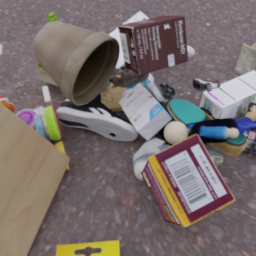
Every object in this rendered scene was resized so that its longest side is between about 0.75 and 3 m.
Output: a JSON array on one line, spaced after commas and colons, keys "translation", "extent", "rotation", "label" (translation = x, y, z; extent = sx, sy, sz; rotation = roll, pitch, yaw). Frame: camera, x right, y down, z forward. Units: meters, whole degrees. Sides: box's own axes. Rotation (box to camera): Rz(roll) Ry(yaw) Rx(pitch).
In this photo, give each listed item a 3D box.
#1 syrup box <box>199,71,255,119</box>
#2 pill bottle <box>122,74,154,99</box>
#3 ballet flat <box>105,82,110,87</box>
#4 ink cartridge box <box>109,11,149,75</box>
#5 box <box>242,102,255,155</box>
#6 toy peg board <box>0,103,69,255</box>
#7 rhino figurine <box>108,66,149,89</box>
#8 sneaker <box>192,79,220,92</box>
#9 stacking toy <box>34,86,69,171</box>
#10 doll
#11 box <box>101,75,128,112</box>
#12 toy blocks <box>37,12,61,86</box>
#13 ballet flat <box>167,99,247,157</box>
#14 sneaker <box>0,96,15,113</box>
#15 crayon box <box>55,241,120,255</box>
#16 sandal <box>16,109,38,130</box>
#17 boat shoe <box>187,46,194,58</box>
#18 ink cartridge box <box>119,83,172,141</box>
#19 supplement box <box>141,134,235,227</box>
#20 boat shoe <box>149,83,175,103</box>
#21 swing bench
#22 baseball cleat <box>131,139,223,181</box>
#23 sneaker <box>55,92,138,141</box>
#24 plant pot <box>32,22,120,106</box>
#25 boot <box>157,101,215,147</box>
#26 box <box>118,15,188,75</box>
[{"translation": [3.866, -1.067, 10.123], "extent": [2.529, 0.996, 1.030], "rotation": [-23, 50, -20], "label": "syrup box"}, {"translation": [0.420, -1.385, 10.179], "extent": [0.815, 0.815, 1.471], "rotation": [19, 50, 17], "label": "pill bottle"}, {"translation": [-1.162, -1.968, 11.023], "extent": [0.491, 0.470, 1.395], "rotation": [20, 16, -47], "label": "ballet flat"}, {"translation": [0.031, -3.599, 11.862], "extent": [2.654, 0.668, 1.446], "rotation": [-42, 78, -13], "label": "ink cartridge box"}, {"translation": [4.437, 0.137, 8.886], "extent": [1.603, 0.398, 1.591], "rotation": [17, 80, 17], "label": "box"}, {"translation": [-3.225, 1.271, 6.547], "extent": [1.391, 2.832, 2.844], "rotation": [2, 59, 32], "label": "toy peg board"}, {"translation": [-0.061, -1.785, 9.716], "extent": [1.690, 0.739, 0.505], "rotation": [-17, 9, 18], "label": "rhino figurine"}, {"translation": [2.512, -1.356, 8.830], "extent": [0.555, 0.364, 0.962], "rotation": [-15, 25, -22], "label": "sneaker"}, {"translation": [-2.565, 0.082, 8.370], "extent": [0.955, 2.047, 2.262], "rotation": [-15, 46, -11], "label": "stacking toy"}, {"translation": [2.196, 0.048, 7.056], "extent": [2.840, 0.688, 1.938], "rotation": [-8, 1, -20], "label": "doll"}, {"translation": [-0.610, -1.370, 10.927], "extent": [2.490, 0.265, 2.035], "rotation": [-6, 46, -6], "label": "box"}, {"translation": [-2.132, -2.519, 10.394], "extent": [1.965, 2.874, 1.436], "rotation": [20, 38, -7], "label": "toy blocks"}, {"translation": [2.219, 0.047, 8.379], "extent": [2.600, 0.820, 0.892], "rotation": [36, 61, 29], "label": "ballet flat"}, {"translation": [-3.884, -0.500, 8.410], "extent": [0.739, 2.026, 0.782], "rotation": [8, 88, -12], "label": "sneaker"}, {"translation": [-0.827, 3.688, 5.858], "extent": [1.516, 0.606, 2.388], "rotation": [-3, 47, -2], "label": "crayon box"}, {"translation": [-3.946, 0.299, 9.019], "extent": [1.185, 0.716, 2.913], "rotation": [10, 47, 10], "label": "sandal"}, {"translation": [1.832, -2.998, 11.035], "extent": [1.504, 0.533, 0.525], "rotation": [18, 43, 14], "label": "boat shoe"}, {"translation": [0.491, -0.566, 8.956], "extent": [1.026, 0.605, 1.783], "rotation": [-42, 40, 9], "label": "ink cartridge box"}, {"translation": [1.144, 1.276, 6.346], "extent": [1.112, 2.595, 1.432], "rotation": [-25, 76, -7], "label": "supplement box"}, {"translation": [1.238, -1.314, 9.839], "extent": [0.581, 2.054, 0.705], "rotation": [-34, 83, 15], "label": "boat shoe"}, {"translation": [5.316, -2.929, 11.718], "extent": [1.284, 1.277, 0.833], "rotation": [-23, 50, -20], "label": "swing bench"}, {"translation": [1.427, 0.801, 8.405], "extent": [2.648, 0.923, 1.409], "rotation": [-7, 47, -8], "label": "baseball cleat"}, {"translation": [-0.872, -0.636, 9.492], "extent": [2.822, 1.031, 1.579], "rotation": [16, 55, 6], "label": "sneaker"}, {"translation": [-1.711, -2.163, 8.555], "extent": [2.002, 2.307, 2.307], "rotation": [35, 54, 11], "label": "plant pot"}, {"translation": [1.869, -0.284, 9.501], "extent": [1.809, 0.817, 2.207], "rotation": [-19, 58, -15], "label": "boot"}, {"translation": [0.660, -2.301, 7.644], "extent": [1.480, 1.228, 1.216], "rotation": [-18, 26, -13], "label": "box"}]
